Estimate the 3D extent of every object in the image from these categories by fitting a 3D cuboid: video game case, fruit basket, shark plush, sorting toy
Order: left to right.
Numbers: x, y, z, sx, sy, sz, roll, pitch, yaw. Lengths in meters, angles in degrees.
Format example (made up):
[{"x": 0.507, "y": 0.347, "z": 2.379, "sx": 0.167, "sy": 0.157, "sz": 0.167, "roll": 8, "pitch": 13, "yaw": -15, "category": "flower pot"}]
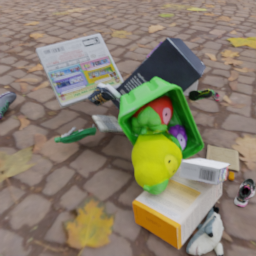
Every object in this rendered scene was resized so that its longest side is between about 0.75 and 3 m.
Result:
[{"x": -1.823, "y": -2.305, "z": 10.950, "sx": 2.724, "sy": 0.300, "sz": 2.479, "roll": -22, "pitch": 81, "yaw": -24, "category": "video game case"}, {"x": 0.993, "y": 0.386, "z": 8.166, "sx": 2.238, "sy": 3.102, "sz": 3.102, "roll": -29, "pitch": 38, "yaw": 6, "category": "fruit basket"}, {"x": 2.112, "y": 2.612, "z": 7.611, "sx": 0.764, "sy": 0.833, "sz": 1.835, "roll": -16, "pitch": 32, "yaw": 33, "category": "shark plush"}, {"x": 3.293, "y": 1.222, "z": 9.801, "sx": 1.130, "sy": 0.203, "sz": 1.516, "roll": 13, "pitch": 39, "yaw": 10, "category": "sorting toy"}]

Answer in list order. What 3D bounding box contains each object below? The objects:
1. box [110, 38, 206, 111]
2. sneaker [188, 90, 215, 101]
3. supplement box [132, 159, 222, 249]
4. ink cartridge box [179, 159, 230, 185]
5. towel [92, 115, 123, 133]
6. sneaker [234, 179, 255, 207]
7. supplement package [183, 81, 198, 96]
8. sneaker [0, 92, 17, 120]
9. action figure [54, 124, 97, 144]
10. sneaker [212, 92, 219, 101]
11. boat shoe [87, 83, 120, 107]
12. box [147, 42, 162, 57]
[{"x": 1.217, "y": -1.750, "z": 10.584, "sx": 1.730, "sy": 2.946, "sz": 2.897, "roll": 48, "pitch": 24, "yaw": -1, "category": "box"}, {"x": 2.617, "y": -1.169, "z": 10.033, "sx": 0.996, "sy": 0.389, "sz": 0.424, "roll": 2, "pitch": 9, "yaw": 42, "category": "sneaker"}, {"x": 1.462, "y": 2.016, "z": 7.979, "sx": 1.500, "sy": 0.875, "sz": 2.380, "roll": 19, "pitch": 40, "yaw": 39, "category": "supplement box"}, {"x": 2.156, "y": 1.153, "z": 7.619, "sx": 0.969, "sy": 0.448, "sz": 1.778, "roll": 9, "pitch": 1, "yaw": 29, "category": "ink cartridge box"}, {"x": -0.728, "y": -0.173, "z": 10.181, "sx": 1.000, "sy": 0.179, "sz": 1.039, "roll": 1, "pitch": 33, "yaw": -31, "category": "towel"}, {"x": 3.660, "y": 1.910, "z": 8.599, "sx": 0.462, "sy": 0.497, "sz": 1.150, "roll": 21, "pitch": 41, "yaw": 24, "category": "sneaker"}, {"x": 2.906, "y": -2.483, "z": 14.026, "sx": 1.049, "sy": 1.036, "sz": 1.729, "roll": 5, "pitch": 37, "yaw": 7, "category": "supplement package"}, {"x": -5.490, "y": -0.740, "z": 12.087, "sx": 0.899, "sy": 0.764, "sz": 2.053, "roll": 30, "pitch": 56, "yaw": 20, "category": "sneaker"}, {"x": -1.945, "y": 0.263, "z": 10.249, "sx": 1.523, "sy": 0.899, "sz": 0.416, "roll": -16, "pitch": 69, "yaw": -16, "category": "action figure"}, {"x": 4.195, "y": -1.603, "z": 13.474, "sx": 0.312, "sy": 0.289, "sz": 0.774, "roll": -9, "pitch": 37, "yaw": -11, "category": "sneaker"}, {"x": -0.787, "y": -0.974, "z": 8.874, "sx": 0.704, "sy": 0.549, "sz": 1.551, "roll": -49, "pitch": 25, "yaw": -7, "category": "boat shoe"}, {"x": 1.163, "y": -3.121, "z": 11.397, "sx": 0.235, "sy": 0.821, "sz": 1.201, "roll": 44, "pitch": 18, "yaw": -4, "category": "box"}]
